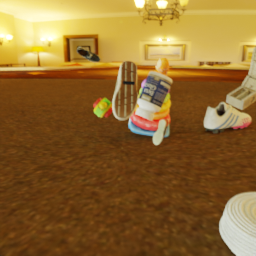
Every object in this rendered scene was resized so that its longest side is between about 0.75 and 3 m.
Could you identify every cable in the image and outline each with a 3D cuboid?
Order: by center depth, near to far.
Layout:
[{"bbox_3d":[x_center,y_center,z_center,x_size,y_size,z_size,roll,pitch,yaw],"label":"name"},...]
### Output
[{"bbox_3d":[2.428,1.681,4.596,1.771,0.613,1.771,12,20,36],"label":"cable"}]

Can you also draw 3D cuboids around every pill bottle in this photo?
[{"bbox_3d":[0.673,-0.859,7.743,0.694,1.249,0.694,23,2,-1],"label":"pill bottle"}]

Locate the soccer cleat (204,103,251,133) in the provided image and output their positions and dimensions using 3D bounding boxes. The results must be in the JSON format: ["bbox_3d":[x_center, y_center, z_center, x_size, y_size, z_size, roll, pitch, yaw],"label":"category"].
[{"bbox_3d":[4.070,-0.495,11.155,2.553,1.102,0.892,-10,19,-33],"label":"soccer cleat"}]

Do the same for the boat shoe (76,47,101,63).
[{"bbox_3d":[-1.770,-3.229,12.542,1.145,0.411,0.387,25,15,-14],"label":"boat shoe"}]

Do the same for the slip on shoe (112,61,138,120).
[{"bbox_3d":[-0.077,-0.899,7.067,0.616,1.622,0.491,5,-22,-8],"label":"slip on shoe"}]

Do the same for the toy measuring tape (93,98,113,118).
[{"bbox_3d":[-0.802,-0.641,9.331,0.654,0.654,1.778,0,2,1],"label":"toy measuring tape"}]

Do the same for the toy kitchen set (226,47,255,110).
[{"bbox_3d":[3.190,-1.131,6.736,1.103,1.222,0.997,-30,45,-25],"label":"toy kitchen set"}]

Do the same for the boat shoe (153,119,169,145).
[{"bbox_3d":[0.890,0.109,7.521,0.277,0.779,0.244,30,27,28],"label":"boat shoe"}]

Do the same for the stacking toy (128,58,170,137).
[{"bbox_3d":[0.942,-1.152,9.854,1.534,2.795,1.622,10,38,0],"label":"stacking toy"}]
